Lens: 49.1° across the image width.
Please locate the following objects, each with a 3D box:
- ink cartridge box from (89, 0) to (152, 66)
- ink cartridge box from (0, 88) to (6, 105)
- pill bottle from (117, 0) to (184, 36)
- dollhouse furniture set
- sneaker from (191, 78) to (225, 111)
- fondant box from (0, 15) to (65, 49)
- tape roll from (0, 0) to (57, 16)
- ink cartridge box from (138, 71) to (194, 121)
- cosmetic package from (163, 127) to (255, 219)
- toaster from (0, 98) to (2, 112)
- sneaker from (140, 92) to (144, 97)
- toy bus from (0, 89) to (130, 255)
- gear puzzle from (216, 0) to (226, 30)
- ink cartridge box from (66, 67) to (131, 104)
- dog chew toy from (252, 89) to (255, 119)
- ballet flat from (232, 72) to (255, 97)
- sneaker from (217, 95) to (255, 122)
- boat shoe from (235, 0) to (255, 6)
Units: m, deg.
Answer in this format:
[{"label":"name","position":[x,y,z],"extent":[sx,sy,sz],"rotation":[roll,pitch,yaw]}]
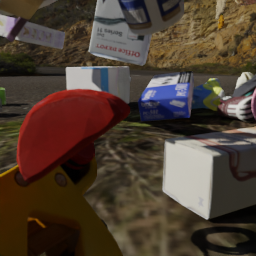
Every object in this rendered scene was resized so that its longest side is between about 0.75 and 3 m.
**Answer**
[{"label":"ink cartridge box","position":[-0.094,-3.749,9.780],"extent":[2.032,2.772,1.152],"rotation":[12,12,3]},{"label":"ink cartridge box","position":[-5.088,-1.235,11.242],"extent":[0.325,0.633,0.857],"rotation":[-5,15,-26]},{"label":"pill bottle","position":[0.170,-2.377,4.127],"extent":[0.969,1.746,0.969],"rotation":[-16,39,14]},{"label":"dollhouse furniture set","position":[-1.131,-1.686,2.491],"extent":[1.114,1.244,1.570],"rotation":[35,-5,-28]},{"label":"sneaker","position":[2.766,-1.334,10.702],"extent":[1.466,1.057,2.791],"rotation":[2,14,9]},{"label":"fondant box","position":[-2.970,-2.804,8.174],"extent":[1.362,0.550,1.888],"rotation":[19,16,20]},{"label":"tape roll","position":[-1.788,-3.009,4.903],"extent":[1.896,1.302,1.896],"rotation":[-25,14,7]},{"label":"ink cartridge box","position":[1.311,-1.097,8.855],"extent":[1.385,0.651,2.947],"rotation":[-4,23,17]},{"label":"cosmetic package","position":[1.323,0.449,3.428],"extent":[1.626,0.709,0.841],"rotation":[-7,14,-28]},{"label":"toaster","position":[-4.655,-0.764,8.856],"extent":[1.129,0.642,0.729],"rotation":[17,18,9]},{"label":"sneaker","position":[0.978,-1.445,13.023],"extent":[0.895,0.349,0.381],"rotation":[12,8,13]},{"label":"toy bus","position":[-0.546,0.737,1.412],"extent":[1.947,1.006,1.837],"rotation":[-37,2,-22]},{"label":"gear puzzle","position":[2.824,-3.693,8.304],"extent":[0.204,1.557,0.807],"rotation":[5,-7,0]},{"label":"ink cartridge box","position":[-1.003,-1.605,10.846],"extent":[1.542,1.502,2.399],"rotation":[7,14,28]},{"label":"dog chew toy","position":[4.057,-0.503,6.355],"extent":[2.366,1.473,1.473],"rotation":[4,11,-18]},{"label":"ballet flat","position":[4.071,-1.499,8.625],"extent":[0.988,0.988,2.706],"rotation":[-9,-22,-34]},{"label":"sneaker","position":[3.641,-0.787,8.681],"extent":[2.386,0.903,1.378],"rotation":[-11,14,-38]},{"label":"boat shoe","position":[2.928,-3.358,6.597],"extent":[2.779,1.025,0.961],"rotation":[-6,-18,-32]}]
